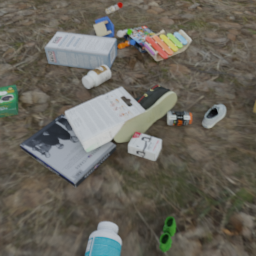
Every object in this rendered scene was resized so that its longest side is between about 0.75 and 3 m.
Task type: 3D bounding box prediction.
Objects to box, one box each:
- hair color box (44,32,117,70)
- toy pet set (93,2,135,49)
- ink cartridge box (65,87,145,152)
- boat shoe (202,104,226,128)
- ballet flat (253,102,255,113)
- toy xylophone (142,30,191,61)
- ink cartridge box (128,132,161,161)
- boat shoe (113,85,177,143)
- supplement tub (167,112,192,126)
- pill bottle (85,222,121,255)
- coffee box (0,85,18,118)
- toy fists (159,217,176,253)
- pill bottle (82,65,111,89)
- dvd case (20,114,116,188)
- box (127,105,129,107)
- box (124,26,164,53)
[{"bbox_3d":[-2.159,-3.605,13.152,2.996,0.908,1.483,10,48,10],"label":"hair color box"},{"bbox_3d":[-0.661,-5.126,14.385,1.925,2.062,1.095,-11,21,23],"label":"toy pet set"},{"bbox_3d":[-0.783,-0.369,9.470,2.271,0.569,1.827,-25,44,-15],"label":"ink cartridge box"},{"bbox_3d":[3.241,-0.543,10.377,0.499,0.509,1.431,30,52,27],"label":"boat shoe"},{"bbox_3d":[5.405,-1.297,10.686,2.158,0.680,0.741,-34,16,-26],"label":"ballet flat"},{"bbox_3d":[1.752,-4.154,13.729,2.477,0.622,1.813,-34,69,-28],"label":"toy xylophone"},{"bbox_3d":[0.565,0.607,9.285,0.961,0.401,0.698,16,47,16],"label":"ink cartridge box"},{"bbox_3d":[0.445,-0.515,9.883,2.851,1.043,0.893,-38,53,-21],"label":"boat shoe"},{"bbox_3d":[1.851,-0.342,10.168,0.843,0.517,0.517,0,45,1],"label":"supplement tub"},{"bbox_3d":[-0.600,2.997,6.565,0.809,0.809,1.460,6,45,6],"label":"pill bottle"},{"bbox_3d":[-4.857,-1.041,10.995,0.983,0.352,1.599,-13,45,-12],"label":"coffee box"},{"bbox_3d":[1.003,2.713,7.131,0.300,0.445,0.872,2,42,26],"label":"toy fists"},{"bbox_3d":[-1.350,-2.154,11.895,0.674,0.674,1.178,32,53,28],"label":"pill bottle"},{"bbox_3d":[-1.991,0.640,9.313,2.581,0.319,1.940,28,51,25],"label":"dvd case"},{"bbox_3d":[0.109,-0.478,10.532,0.857,0.211,0.684,32,55,29],"label":"box"},{"bbox_3d":[0.813,-4.672,14.666,1.370,0.378,2.007,-20,48,-20],"label":"box"}]
